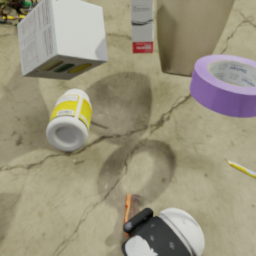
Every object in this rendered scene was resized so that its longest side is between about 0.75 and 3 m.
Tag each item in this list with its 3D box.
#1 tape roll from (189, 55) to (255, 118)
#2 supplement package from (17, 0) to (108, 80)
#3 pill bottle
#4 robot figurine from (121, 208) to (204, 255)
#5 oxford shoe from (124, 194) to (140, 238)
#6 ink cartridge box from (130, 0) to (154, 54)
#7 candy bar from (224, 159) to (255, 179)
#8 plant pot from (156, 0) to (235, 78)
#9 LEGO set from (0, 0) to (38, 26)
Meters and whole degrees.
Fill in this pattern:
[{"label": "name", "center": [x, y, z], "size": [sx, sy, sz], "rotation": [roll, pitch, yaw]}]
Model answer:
[{"label": "tape roll", "center": [2.898, -1.224, 7.785], "size": [2.253, 0.739, 2.253], "rotation": [2, 39, -2]}, {"label": "supplement package", "center": [-2.095, -2.663, 8.767], "size": [1.772, 2.335, 1.759], "rotation": [-4, 85, -43]}, {"label": "pill bottle", "center": [-1.349, -0.257, 6.702], "size": [0.907, 0.907, 1.614], "rotation": [-1, 35, 0]}, {"label": "robot figurine", "center": [0.936, 3.709, 8.391], "size": [2.824, 1.762, 2.122], "rotation": [-36, 103, -14]}, {"label": "oxford shoe", "center": [0.149, 2.931, 9.357], "size": [0.521, 0.509, 1.429], "rotation": [6, 68, -3]}, {"label": "ink cartridge box", "center": [0.419, -2.976, 7.943], "size": [0.618, 1.476, 1.065], "rotation": [0, 31, 6]}, {"label": "candy bar", "center": [2.929, 1.080, 6.939], "size": [1.203, 0.300, 0.133], "rotation": [26, 97, -4]}, {"label": "plant pot", "center": [1.918, -3.002, 8.982], "size": [2.472, 2.472, 2.639], "rotation": [10, 99, 4]}, {"label": "LEGO set", "center": [-5.250, -5.555, 12.200], "size": [2.605, 1.509, 2.003], "rotation": [16, 69, 6]}]
